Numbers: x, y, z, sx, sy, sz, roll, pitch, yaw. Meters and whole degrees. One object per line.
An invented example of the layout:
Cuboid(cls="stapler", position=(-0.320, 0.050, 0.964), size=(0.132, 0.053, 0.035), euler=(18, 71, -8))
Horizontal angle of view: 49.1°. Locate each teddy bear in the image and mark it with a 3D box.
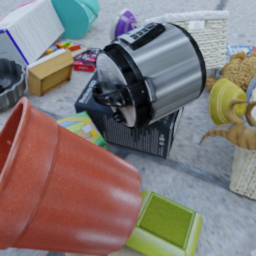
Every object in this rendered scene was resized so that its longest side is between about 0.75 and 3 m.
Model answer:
Cuboid(cls="teddy bear", position=(3.417, -1.636, 8.974), size=(2.705, 0.903, 1.961), euler=(-43, 40, -10))

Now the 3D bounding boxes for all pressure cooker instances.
Cuboid(cls="pressure cooker", position=(0.313, -1.055, 6.203), size=(2.270, 1.996, 2.027), euler=(-26, 68, -16))

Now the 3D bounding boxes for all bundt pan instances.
Cuboid(cls="bundt pan", position=(-4.497, -1.322, 9.240), size=(2.385, 0.895, 2.385), euler=(0, 45, 0))

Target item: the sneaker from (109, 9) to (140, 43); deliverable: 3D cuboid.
Cuboid(cls="sneaker", position=(0.417, -2.445, 8.728), size=(1.181, 2.832, 1.142), euler=(26, 75, 34))

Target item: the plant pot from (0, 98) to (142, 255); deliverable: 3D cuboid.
Cuboid(cls="plant pot", position=(-1.234, 1.109, 5.064), size=(2.449, 2.519, 2.519), euler=(26, 38, -28))

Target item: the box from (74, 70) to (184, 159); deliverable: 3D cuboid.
Cuboid(cls="box", position=(0.156, -0.585, 8.022), size=(2.668, 1.428, 1.980), euler=(14, 54, 14))

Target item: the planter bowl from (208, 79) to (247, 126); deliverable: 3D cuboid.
Cuboid(cls="planter bowl", position=(2.455, -0.582, 6.630), size=(1.187, 1.187, 0.495), euler=(-37, 27, -30))

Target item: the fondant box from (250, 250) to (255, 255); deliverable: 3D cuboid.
Cuboid(cls="fondant box", position=(3.660, 2.576, 5.033), size=(2.189, 0.638, 1.579), euler=(-22, 62, -2))

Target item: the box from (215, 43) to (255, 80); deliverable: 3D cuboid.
Cuboid(cls="box", position=(4.178, -2.307, 10.467), size=(1.688, 0.492, 2.466), euler=(11, 47, 12))

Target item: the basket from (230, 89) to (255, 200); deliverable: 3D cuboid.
Cuboid(cls="basket", position=(3.543, 0.491, 6.626), size=(1.704, 2.099, 2.118), euler=(13, 44, 15))

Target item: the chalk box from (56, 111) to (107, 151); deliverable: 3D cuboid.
Cuboid(cls="chalk box", position=(-1.710, 0.760, 6.914), size=(2.139, 1.331, 1.324), euler=(-22, 49, -19))

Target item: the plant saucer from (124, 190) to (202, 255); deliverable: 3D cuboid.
Cuboid(cls="plant saucer", position=(0.784, 2.048, 5.972), size=(1.556, 0.373, 1.554), euler=(23, 37, 12))

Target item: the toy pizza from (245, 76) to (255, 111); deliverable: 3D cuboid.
Cuboid(cls="toy pizza", position=(4.176, -1.067, 8.318), size=(1.950, 1.950, 0.309), euler=(-18, 33, -17))

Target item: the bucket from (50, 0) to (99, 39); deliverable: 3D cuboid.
Cuboid(cls="bucket", position=(-2.435, -5.071, 12.126), size=(2.223, 2.223, 1.447), euler=(6, 49, 6))

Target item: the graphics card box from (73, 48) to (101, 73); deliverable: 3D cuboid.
Cuboid(cls="graphics card box", position=(-1.586, -2.686, 10.960), size=(0.815, 0.331, 1.300), euler=(6, 45, 8))

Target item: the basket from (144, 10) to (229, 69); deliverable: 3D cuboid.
Cuboid(cls="basket", position=(1.913, -2.947, 9.652), size=(2.211, 1.794, 2.231), euler=(-8, 18, -12))

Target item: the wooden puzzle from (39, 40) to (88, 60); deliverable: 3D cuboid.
Cuboid(cls="wooden puzzle", position=(-2.593, -3.034, 11.017), size=(1.450, 0.362, 1.565), euler=(26, 56, 37))

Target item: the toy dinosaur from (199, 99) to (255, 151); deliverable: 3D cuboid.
Cuboid(cls="toy dinosaur", position=(2.151, 0.064, 5.500), size=(0.710, 1.248, 2.351), euler=(-4, 13, -34))

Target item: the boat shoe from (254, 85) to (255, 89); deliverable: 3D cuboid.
Cuboid(cls="boat shoe", position=(3.831, -0.540, 7.895), size=(0.647, 1.815, 0.585), euler=(-23, 25, 0))

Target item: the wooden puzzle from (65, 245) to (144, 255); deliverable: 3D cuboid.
Cuboid(cls="wooden puzzle", position=(-0.521, 2.472, 5.843), size=(1.481, 0.276, 1.370), euler=(-19, 41, -22))

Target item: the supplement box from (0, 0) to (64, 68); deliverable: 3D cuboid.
Cuboid(cls="supplement box", position=(-3.988, -3.626, 10.786), size=(1.508, 1.540, 2.980), euler=(-2, 44, 27))

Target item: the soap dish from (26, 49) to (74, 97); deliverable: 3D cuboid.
Cuboid(cls="soap dish", position=(-2.615, -1.842, 9.535), size=(1.636, 1.287, 0.664), euler=(-37, 79, -30))
